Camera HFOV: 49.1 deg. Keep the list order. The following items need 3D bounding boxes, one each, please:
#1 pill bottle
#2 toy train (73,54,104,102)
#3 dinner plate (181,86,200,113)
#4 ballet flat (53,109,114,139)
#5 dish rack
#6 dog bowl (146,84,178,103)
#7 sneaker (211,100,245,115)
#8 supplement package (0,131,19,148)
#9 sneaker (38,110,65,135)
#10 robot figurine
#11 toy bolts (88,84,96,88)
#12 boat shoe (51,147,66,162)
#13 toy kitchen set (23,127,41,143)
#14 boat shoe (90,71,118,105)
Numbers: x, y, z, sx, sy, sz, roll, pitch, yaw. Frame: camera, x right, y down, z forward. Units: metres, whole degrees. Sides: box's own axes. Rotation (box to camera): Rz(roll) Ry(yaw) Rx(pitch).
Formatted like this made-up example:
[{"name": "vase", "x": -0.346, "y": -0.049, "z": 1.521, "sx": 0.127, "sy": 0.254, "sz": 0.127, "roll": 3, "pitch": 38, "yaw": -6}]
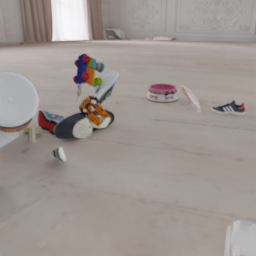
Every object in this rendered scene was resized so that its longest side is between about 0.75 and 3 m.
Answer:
[{"name": "pill bottle", "x": -3.755, "y": -0.666, "z": 8.918, "sx": 1.577, "sy": 1.577, "sz": 2.969, "roll": -10, "pitch": -1, "yaw": -22}, {"name": "toy train", "x": -1.663, "y": -2.023, "z": 12.075, "sx": 1.198, "sy": 2.071, "sz": 0.877, "roll": 9, "pitch": -9, "yaw": -39}, {"name": "dinner plate", "x": 2.622, "y": -1.210, "z": 11.532, "sx": 0.163, "sy": 1.349, "sz": 1.349, "roll": -34, "pitch": 25, "yaw": 4}, {"name": "ballet flat", "x": -1.551, "y": -0.157, "z": 10.945, "sx": 1.011, "sy": 1.011, "sz": 2.766, "roll": 17, "pitch": 26, "yaw": 35}, {"name": "dish rack", "x": 2.829, "y": 2.421, "z": 5.492, "sx": 1.729, "sy": 0.376, "sz": 1.484, "roll": 7, "pitch": 24, "yaw": 20}, {"name": "dog bowl", "x": 1.903, "y": -1.966, "z": 15.559, "sx": 1.811, "sy": 0.668, "sz": 1.811, "roll": 1, "pitch": 22, "yaw": 0}, {"name": "sneaker", "x": 4.768, "y": -1.018, "z": 13.325, "sx": 1.520, "sy": 0.642, "sz": 0.570, "roll": 4, "pitch": 23, "yaw": 12}, {"name": "supplement package", "x": -4.688, "y": 0.204, "z": 10.410, "sx": 0.635, "sy": 0.633, "sz": 1.083, "roll": 7, "pitch": 24, "yaw": 16}, {"name": "sneaker", "x": -3.028, "y": -0.196, "z": 11.512, "sx": 0.898, "sy": 0.745, "sz": 1.880, "roll": -7, "pitch": 29, "yaw": -46}, {"name": "robot figurine", "x": -1.196, "y": -0.606, "z": 9.395, "sx": 1.088, "sy": 0.789, "sz": 0.317, "roll": 44, "pitch": 3, "yaw": 19}, {"name": "toy bolts", "x": -1.653, "y": -1.954, "z": 13.047, "sx": 0.589, "sy": 0.811, "sz": 0.849, "roll": 2, "pitch": 8, "yaw": -20}, {"name": "boat shoe", "x": -2.182, "y": 0.859, "z": 8.675, "sx": 0.396, "sy": 0.467, "sz": 1.283, "roll": -19, "pitch": 3, "yaw": -11}, {"name": "toy kitchen set", "x": -3.797, "y": 0.242, "z": 10.707, "sx": 0.726, "sy": 0.534, "sz": 0.906, "roll": 2, "pitch": 3, "yaw": 5}, {"name": "boat shoe", "x": -1.030, "y": -1.689, "z": 12.649, "sx": 0.684, "sy": 1.907, "sz": 0.646, "roll": 42, "pitch": 6, "yaw": 40}]
